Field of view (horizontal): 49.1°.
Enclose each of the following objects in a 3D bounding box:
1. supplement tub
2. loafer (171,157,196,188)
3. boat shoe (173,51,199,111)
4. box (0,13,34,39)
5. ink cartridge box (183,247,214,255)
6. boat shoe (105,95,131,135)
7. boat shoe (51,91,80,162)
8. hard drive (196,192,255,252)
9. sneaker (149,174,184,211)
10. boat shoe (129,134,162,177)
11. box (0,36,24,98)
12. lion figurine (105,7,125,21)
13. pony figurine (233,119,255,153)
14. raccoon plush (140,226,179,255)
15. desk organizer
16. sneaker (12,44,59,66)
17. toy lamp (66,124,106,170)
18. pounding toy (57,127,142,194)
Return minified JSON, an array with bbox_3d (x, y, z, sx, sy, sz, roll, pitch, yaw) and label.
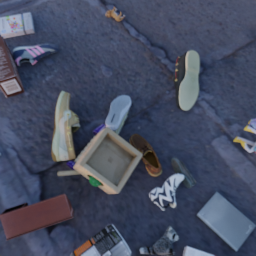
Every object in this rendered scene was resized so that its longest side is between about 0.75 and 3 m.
[{"bbox_3d":[-0.984,4.094,8.827,1.950,1.195,1.195,-34,67,-15],"label":"supplement tub"},{"bbox_3d":[2.091,1.658,10.590,0.400,0.457,1.272,-19,69,-31],"label":"loafer"},{"bbox_3d":[2.489,-2.007,12.257,1.007,0.862,2.752,18,72,-31],"label":"boat shoe"},{"bbox_3d":[-5.634,-5.187,14.167,1.590,0.327,1.240,-13,63,-6],"label":"box"},{"bbox_3d":[2.579,4.577,9.013,1.712,0.431,0.933,16,64,7],"label":"ink cartridge box"},{"bbox_3d":[-0.424,-0.537,11.524,0.767,0.661,2.130,10,45,15],"label":"boat shoe"},{"bbox_3d":[-2.413,-0.076,11.155,0.970,1.082,2.923,2,71,-6],"label":"boat shoe"},{"bbox_3d":[3.398,3.250,9.786,1.174,0.277,1.682,-41,70,-19],"label":"hard drive"},{"bbox_3d":[1.592,2.366,10.016,1.481,0.591,0.964,-30,60,-15],"label":"sneaker"},{"bbox_3d":[0.707,0.946,10.775,0.693,0.650,1.925,-27,66,-13],"label":"boat shoe"},{"bbox_3d":[-5.459,-2.693,12.357,0.911,1.218,2.432,-20,64,-10],"label":"box"},{"bbox_3d":[-0.666,-5.784,14.446,1.010,0.366,0.619,41,103,12],"label":"lion figurine"},{"bbox_3d":[5.311,0.483,10.775,1.810,1.508,1.748,39,101,15],"label":"pony figurine"},{"bbox_3d":[1.042,3.732,9.322,1.284,0.621,0.860,5,59,-4],"label":"raccoon plush"},{"bbox_3d":[-3.047,2.906,9.499,2.228,0.799,0.858,-17,92,-9],"label":"desk organizer"},{"bbox_3d":[-4.258,-3.386,13.123,2.124,0.745,0.871,-10,85,-6],"label":"sneaker"},{"bbox_3d":[-1.507,0.746,10.935,0.623,0.623,2.140,33,70,16],"label":"toy lamp"},{"bbox_3d":[-1.046,1.333,10.132,1.976,1.526,2.147,39,66,-9],"label":"pounding toy"}]
